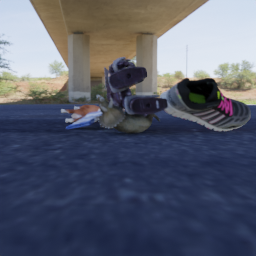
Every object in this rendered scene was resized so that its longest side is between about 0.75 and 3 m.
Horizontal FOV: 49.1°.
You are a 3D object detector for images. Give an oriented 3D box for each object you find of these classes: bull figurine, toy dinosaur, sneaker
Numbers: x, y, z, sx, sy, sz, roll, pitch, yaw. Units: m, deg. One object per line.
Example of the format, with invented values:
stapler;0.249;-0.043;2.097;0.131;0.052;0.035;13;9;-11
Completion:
bull figurine;-1.483;-0.493;9.856;1.171;0.628;1.928;-1;4;13
toy dinosaur;-0.027;-0.150;6.664;2.087;0.803;1.068;19;7;-32
sneaker;2.033;-0.599;6.736;2.399;0.885;1.049;13;-27;-12

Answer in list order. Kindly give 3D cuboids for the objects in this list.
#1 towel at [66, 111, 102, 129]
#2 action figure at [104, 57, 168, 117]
towel;-1.112;-0.262;7.972;0.874;0.142;1.190;-11;15;29
action figure;-0.038;-0.854;7.194;1.029;1.930;2.966;-22;10;-8
